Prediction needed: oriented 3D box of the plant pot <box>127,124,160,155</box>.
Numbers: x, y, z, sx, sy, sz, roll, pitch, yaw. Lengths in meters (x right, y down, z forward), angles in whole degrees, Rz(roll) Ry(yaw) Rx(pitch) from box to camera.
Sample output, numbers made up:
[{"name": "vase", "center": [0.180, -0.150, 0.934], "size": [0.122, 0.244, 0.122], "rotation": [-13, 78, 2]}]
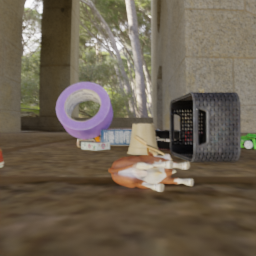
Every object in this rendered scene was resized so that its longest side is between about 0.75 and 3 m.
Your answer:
[{"name": "plant pot", "center": [0.459, 0.318, 8.424], "size": [0.986, 0.902, 0.986], "rotation": [0, 0, 0]}]

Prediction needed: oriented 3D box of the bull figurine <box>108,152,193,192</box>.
[{"name": "bull figurine", "center": [0.346, 0.555, 3.629], "size": [0.796, 0.427, 1.311], "rotation": [0, 0, 38]}]

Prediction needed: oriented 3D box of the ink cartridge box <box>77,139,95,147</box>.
[{"name": "ink cartridge box", "center": [-1.723, 0.614, 11.396], "size": [0.678, 0.309, 0.823], "rotation": [1, 1, -12]}]

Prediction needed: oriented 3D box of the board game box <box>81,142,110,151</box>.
[{"name": "board game box", "center": [-1.153, 0.636, 9.877], "size": [0.850, 0.273, 0.627], "rotation": [1, 1, 44]}]

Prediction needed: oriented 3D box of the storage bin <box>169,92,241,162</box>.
[{"name": "storage bin", "center": [1.831, -0.016, 7.150], "size": [1.087, 1.568, 2.319], "rotation": [-1, 0, -3]}]

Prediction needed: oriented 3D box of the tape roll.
[{"name": "tape roll", "center": [-1.978, -0.802, 12.890], "size": [2.462, 2.462, 1.046], "rotation": [0, -26, 5]}]

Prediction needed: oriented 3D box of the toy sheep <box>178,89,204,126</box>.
[{"name": "toy sheep", "center": [2.314, -0.612, 9.369], "size": [1.162, 1.162, 1.685], "rotation": [0, -39, 6]}]

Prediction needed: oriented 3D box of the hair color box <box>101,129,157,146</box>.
[{"name": "hair color box", "center": [0.092, 0.409, 12.436], "size": [2.379, 0.720, 1.190], "rotation": [0, 0, 22]}]

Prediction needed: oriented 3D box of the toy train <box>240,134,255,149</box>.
[{"name": "toy train", "center": [4.614, 0.534, 10.733], "size": [0.715, 0.529, 2.534], "rotation": [-10, -3, 15]}]

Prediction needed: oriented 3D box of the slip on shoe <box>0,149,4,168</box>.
[{"name": "slip on shoe", "center": [-2.788, 0.561, 4.868], "size": [0.512, 0.423, 1.382], "rotation": [2, 2, 26]}]

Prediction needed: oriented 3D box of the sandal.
[{"name": "sandal", "center": [0.511, 0.586, 6.563], "size": [1.070, 0.352, 0.392], "rotation": [33, 1, -14]}]

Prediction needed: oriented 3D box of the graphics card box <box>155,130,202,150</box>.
[{"name": "graphics card box", "center": [1.779, 0.415, 10.143], "size": [1.736, 0.704, 2.767], "rotation": [-1, 2, -40]}]

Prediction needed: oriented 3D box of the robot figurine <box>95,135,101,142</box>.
[{"name": "robot figurine", "center": [-0.973, 0.421, 15.200], "size": [1.740, 0.699, 2.400], "rotation": [0, -1, 19]}]
